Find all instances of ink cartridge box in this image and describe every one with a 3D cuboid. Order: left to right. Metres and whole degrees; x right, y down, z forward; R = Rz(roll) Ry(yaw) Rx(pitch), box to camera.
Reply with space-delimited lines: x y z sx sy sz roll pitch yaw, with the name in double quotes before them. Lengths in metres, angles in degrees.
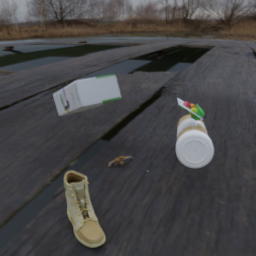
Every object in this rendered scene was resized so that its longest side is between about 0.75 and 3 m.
"ink cartridge box" -1.582 -1.172 10.430 1.618 0.938 2.234 -17 4 -35

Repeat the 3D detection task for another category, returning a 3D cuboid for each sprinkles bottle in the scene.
"sprinkles bottle" 1.829 0.275 8.000 0.905 0.905 2.651 4 14 9

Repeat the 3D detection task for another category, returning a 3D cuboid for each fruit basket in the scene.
"fruit basket" 1.647 -0.501 7.542 0.758 0.355 0.702 25 21 -5

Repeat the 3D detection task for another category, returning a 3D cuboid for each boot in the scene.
"boot" -1.130 1.973 7.004 0.633 1.352 1.739 -13 27 -26

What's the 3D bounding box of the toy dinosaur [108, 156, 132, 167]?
"toy dinosaur" -0.235 1.117 10.005 1.041 0.314 0.553 -14 4 -17
